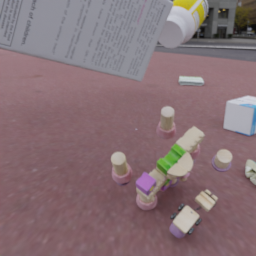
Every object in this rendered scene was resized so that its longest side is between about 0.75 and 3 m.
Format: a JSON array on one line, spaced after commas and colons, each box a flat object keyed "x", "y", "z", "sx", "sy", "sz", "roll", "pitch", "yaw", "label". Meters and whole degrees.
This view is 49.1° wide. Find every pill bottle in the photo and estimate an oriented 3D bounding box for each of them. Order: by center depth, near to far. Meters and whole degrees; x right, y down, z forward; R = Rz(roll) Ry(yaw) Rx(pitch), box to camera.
[{"x": 1.679, "y": -3.407, "z": 8.874, "sx": 1.173, "sy": 1.173, "sz": 2.086, "roll": 11, "pitch": 46, "yaw": 29, "label": "pill bottle"}]

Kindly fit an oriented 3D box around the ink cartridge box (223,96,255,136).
[{"x": 3.535, "y": -0.384, "z": 8.216, "sx": 1.158, "sy": 0.846, "sz": 0.850, "roll": -15, "pitch": 25, "yaw": -35, "label": "ink cartridge box"}]

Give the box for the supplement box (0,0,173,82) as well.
[{"x": -0.811, "y": -1.617, "z": 3.723, "sx": 2.586, "sy": 1.337, "sz": 1.309, "roll": 2, "pitch": 27, "yaw": -46, "label": "supplement box"}]

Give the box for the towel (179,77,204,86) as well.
[{"x": 3.375, "y": -2.519, "z": 15.079, "sx": 1.276, "sy": 0.263, "sz": 1.711, "roll": 6, "pitch": 18, "yaw": 9, "label": "towel"}]

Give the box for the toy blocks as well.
[{"x": 0.746, "y": 0.841, "z": 4.739, "sx": 1.646, "sy": 1.386, "sz": 1.538, "roll": 39, "pitch": 68, "yaw": 25, "label": "toy blocks"}]

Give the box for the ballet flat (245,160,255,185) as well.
[{"x": 2.488, "y": 0.920, "z": 5.481, "sx": 0.327, "sy": 0.327, "sz": 0.943, "roll": -3, "pitch": 20, "yaw": -8, "label": "ballet flat"}]
